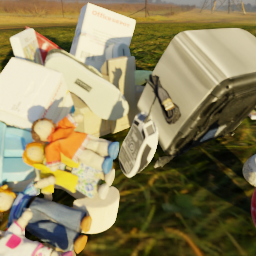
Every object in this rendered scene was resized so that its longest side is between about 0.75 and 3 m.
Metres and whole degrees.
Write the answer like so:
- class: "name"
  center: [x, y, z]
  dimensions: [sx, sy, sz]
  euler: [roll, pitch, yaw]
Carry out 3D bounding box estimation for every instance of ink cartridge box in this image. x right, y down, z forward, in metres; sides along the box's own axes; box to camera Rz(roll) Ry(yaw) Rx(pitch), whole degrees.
- class: "ink cartridge box"
  center: [-2.009, -0.446, 6.042]
  dimensions: [1.172, 1.621, 1.193]
  euler: [18, 66, 7]
- class: "ink cartridge box"
  center: [-1.041, -2.920, 9.999]
  dimensions: [1.715, 2.329, 1.685]
  euler: [13, 13, -22]

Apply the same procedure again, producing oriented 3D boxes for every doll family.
- class: "doll family"
  center: [-1.239, 1.040, 4.248]
  dimensions: [1.607, 1.166, 2.588]
  euler: [19, 69, 11]

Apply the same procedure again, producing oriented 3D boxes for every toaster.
- class: "toaster"
  center: [1.717, -0.720, 6.329]
  dimensions: [2.734, 2.472, 1.622]
  euler: [-16, 60, -32]

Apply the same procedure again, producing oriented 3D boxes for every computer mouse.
- class: "computer mouse"
  center: [0.375, 0.101, 5.605]
  dimensions: [0.467, 2.129, 1.167]
  euler: [2, 39, -30]

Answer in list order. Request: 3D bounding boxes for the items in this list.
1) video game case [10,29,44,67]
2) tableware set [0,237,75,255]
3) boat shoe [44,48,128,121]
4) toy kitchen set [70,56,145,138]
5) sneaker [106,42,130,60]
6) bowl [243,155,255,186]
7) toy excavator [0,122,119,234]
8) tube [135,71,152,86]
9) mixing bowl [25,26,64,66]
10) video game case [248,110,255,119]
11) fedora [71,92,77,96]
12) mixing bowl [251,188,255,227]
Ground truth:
- class: "video game case"
  center: [-3.052, -1.820, 9.118]
  dimensions: [0.285, 2.487, 2.264]
  euler: [-10, 26, -3]
- class: "tableware set"
  center: [-1.720, 2.016, 3.555]
  dimensions: [2.060, 0.239, 1.721]
  euler: [2, 25, 5]
- class: "boat shoe"
  center: [-0.915, -1.053, 6.725]
  dimensions: [0.839, 2.373, 0.755]
  euler: [-40, 36, 17]
- class: "toy kitchen set"
  center: [-0.955, -1.172, 8.279]
  dimensions: [2.467, 2.013, 2.226]
  euler: [-21, 32, -38]
- class: "sneaker"
  center: [-0.299, -1.668, 9.242]
  dimensions: [0.800, 2.191, 0.776]
  euler: [-11, 15, -38]
- class: "bowl"
  center: [2.740, 0.782, 5.665]
  dimensions: [0.778, 0.365, 0.778]
  euler: [-11, 48, 13]
- class: "toy excavator"
  center: [-1.836, 0.807, 5.081]
  dimensions: [2.840, 1.418, 2.761]
  euler: [0, 25, -22]
- class: "tube"
  center: [0.461, -2.170, 12.149]
  dimensions: [0.794, 0.711, 2.738]
  euler: [46, 31, 3]
- class: "mixing bowl"
  center: [-3.372, -2.774, 11.756]
  dimensions: [2.795, 1.514, 2.795]
  euler: [34, 8, -6]
- class: "video game case"
  center: [4.239, -0.533, 9.198]
  dimensions: [0.745, 0.094, 1.041]
  euler: [1, 25, 1]
- class: "fedora"
  center: [-1.733, -1.512, 10.685]
  dimensions: [1.497, 0.610, 1.497]
  euler: [1, 25, 0]
- class: "mixing bowl"
  center: [2.670, 1.224, 4.003]
  dimensions: [0.806, 1.489, 1.489]
  euler: [39, 13, -23]
